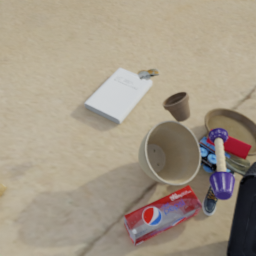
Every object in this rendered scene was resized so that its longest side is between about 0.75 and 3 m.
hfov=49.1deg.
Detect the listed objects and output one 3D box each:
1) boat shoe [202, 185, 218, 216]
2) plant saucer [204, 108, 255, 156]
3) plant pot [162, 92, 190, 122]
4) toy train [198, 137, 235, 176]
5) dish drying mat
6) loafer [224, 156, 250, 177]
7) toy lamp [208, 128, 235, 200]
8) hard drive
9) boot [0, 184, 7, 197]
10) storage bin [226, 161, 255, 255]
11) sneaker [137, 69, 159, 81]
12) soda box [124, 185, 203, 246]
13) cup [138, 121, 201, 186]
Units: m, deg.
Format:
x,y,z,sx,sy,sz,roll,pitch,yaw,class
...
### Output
x,y,z,sx,sy,sz,roll,pitch,yaw,class
2.790,2.247,9.280,0.439,0.563,1.240,17,54,13,boat shoe
4.026,0.165,10.677,2.465,0.363,2.465,10,44,-9,plant saucer
1.679,-0.645,9.202,0.893,0.779,0.893,-26,23,12,plant pot
3.112,1.125,10.071,1.749,0.758,0.999,35,49,23,toy train
3.027,0.493,8.497,1.265,0.486,0.115,26,21,26,dish drying mat
3.398,1.146,8.570,1.471,0.553,0.512,26,86,-20,loafer
2.397,0.902,7.272,0.624,0.624,2.144,9,40,7,toy lamp
-0.380,-1.484,12.362,1.803,0.365,2.733,26,56,19,hard drive
-4.418,2.484,9.181,1.179,0.445,1.347,15,52,11,boot
3.852,2.467,7.338,1.879,2.779,1.303,14,19,32,storage bin
0.756,-1.879,10.000,0.832,0.365,0.315,3,41,30,sneaker
1.076,2.723,8.780,2.370,0.751,0.830,-20,54,-16,soda box
1.168,0.941,9.519,2.088,1.493,2.088,7,73,-23,cup
